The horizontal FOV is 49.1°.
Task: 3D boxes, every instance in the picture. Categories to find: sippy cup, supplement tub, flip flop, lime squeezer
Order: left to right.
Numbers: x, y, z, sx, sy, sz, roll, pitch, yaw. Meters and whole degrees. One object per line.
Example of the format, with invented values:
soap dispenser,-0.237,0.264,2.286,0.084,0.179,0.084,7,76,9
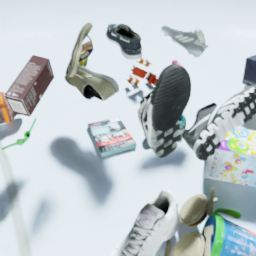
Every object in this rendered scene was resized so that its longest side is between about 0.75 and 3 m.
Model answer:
supplement tub,-5.425,-0.662,11.056,2.452,1.311,1.311,-17,41,-21
lime squeezer,-3.148,0.270,8.408,1.336,0.252,0.472,-48,35,-17
flip flop,-1.430,-2.430,8.849,0.605,0.852,2.102,19,57,-17
sippy cup,2.466,2.837,6.668,1.233,1.321,1.682,18,83,6

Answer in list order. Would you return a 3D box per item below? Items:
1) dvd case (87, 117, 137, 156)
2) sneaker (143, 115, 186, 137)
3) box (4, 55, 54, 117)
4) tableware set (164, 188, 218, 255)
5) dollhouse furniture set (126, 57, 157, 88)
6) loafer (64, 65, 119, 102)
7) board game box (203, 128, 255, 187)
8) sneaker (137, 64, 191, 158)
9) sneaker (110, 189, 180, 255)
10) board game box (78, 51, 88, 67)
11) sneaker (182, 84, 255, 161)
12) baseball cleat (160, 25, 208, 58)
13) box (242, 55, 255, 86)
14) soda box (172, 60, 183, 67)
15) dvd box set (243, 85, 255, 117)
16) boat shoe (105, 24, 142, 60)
dvd case,-0.660,0.271,10.738,1.375,0.207,1.884,-14,41,-18
sneaker,1.412,-0.063,10.733,1.847,0.735,0.716,-18,41,-20
box,-3.069,-1.341,8.887,0.675,0.902,1.801,14,59,7
tableware set,1.685,2.642,7.095,0.446,1.470,2.224,42,38,-13
dollhouse furniture set,0.777,-2.573,13.630,1.345,1.360,0.701,16,29,-35
loafer,-1.532,-1.604,10.287,2.546,0.957,0.887,19,61,35
board game box,3.803,0.937,8.955,2.514,1.318,1.295,9,39,11
sneaker,0.631,-0.470,6.328,0.981,2.647,1.171,-22,55,-19
sneaker,0.272,2.590,6.693,1.041,1.385,2.780,18,44,33
board game box,-1.724,-2.636,10.825,0.199,0.835,0.424,31,53,4
sneaker,2.443,-0.349,7.502,2.575,0.856,1.165,-44,41,-2
baseball cleat,2.164,-3.463,10.494,1.888,1.005,0.658,30,25,-20
box,4.937,-2.185,10.547,1.047,1.039,0.645,-21,35,-25
soda box,2.713,-3.431,15.447,0.280,0.310,0.884,-12,40,-16
dvd box set,5.472,-1.028,11.519,0.263,1.308,1.788,-21,42,-26
boat shoe,-0.143,-3.336,10.067,0.948,0.757,2.508,-18,45,-21
